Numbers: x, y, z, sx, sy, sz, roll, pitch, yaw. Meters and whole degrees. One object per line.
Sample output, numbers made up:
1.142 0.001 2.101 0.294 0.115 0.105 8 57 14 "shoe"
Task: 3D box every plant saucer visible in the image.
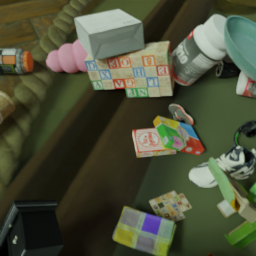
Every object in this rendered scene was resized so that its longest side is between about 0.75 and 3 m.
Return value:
3.881 -2.149 8.324 2.879 0.518 2.879 16 51 -21 "plant saucer"

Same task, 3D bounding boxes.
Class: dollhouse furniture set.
2.124 1.669 6.066 0.964 1.920 1.258 -41 44 12 "dollhouse furniture set"

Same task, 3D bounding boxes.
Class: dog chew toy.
-2.150 -2.739 10.988 2.102 1.309 1.309 -13 47 -2 "dog chew toy"

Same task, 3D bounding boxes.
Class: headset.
3.851 0.072 8.317 1.609 0.756 0.994 -46 51 -8 "headset"

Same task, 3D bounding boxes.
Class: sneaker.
2.549 0.931 7.364 1.817 1.183 0.725 -3 48 -4 "sneaker"
1.649 -0.393 9.215 0.426 0.401 1.041 -27 52 -27 "sneaker"

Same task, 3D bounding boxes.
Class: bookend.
-1.841 2.642 5.159 0.855 1.844 1.856 9 37 -37 "bookend"

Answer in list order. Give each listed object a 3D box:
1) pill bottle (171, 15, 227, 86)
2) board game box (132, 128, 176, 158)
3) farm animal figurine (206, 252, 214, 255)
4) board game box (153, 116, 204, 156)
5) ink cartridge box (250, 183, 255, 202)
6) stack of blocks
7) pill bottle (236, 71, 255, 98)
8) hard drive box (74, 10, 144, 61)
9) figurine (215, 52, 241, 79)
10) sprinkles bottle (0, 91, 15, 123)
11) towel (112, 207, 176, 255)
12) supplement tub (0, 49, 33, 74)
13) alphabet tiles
2.529 -2.682 9.857 1.375 2.414 1.375 15 57 -25 "pill bottle"
0.780 0.427 8.512 1.183 0.274 0.896 -6 47 -6 "board game box"
1.910 3.073 5.801 0.838 0.437 0.829 26 24 14 "farm animal figurine"
1.482 0.234 8.235 1.362 0.275 1.042 14 39 -32 "board game box"
3.786 1.597 6.443 1.083 0.624 1.484 -43 48 -12 "ink cartridge box"
0.101 -1.961 9.851 2.840 1.635 0.832 0 43 17 "stack of blocks"
4.920 -1.505 9.792 1.945 1.077 1.077 13 47 11 "pill bottle"
-0.702 -3.243 9.524 1.766 0.870 2.265 -16 37 -12 "hard drive box"
4.276 -2.557 11.267 1.545 0.682 1.583 6 45 -6 "figurine"
-4.570 -0.055 8.450 0.883 0.883 2.588 17 48 16 "sprinkles bottle"
0.356 2.309 6.296 1.283 0.146 0.921 14 42 16 "towel"
-4.634 -2.595 10.981 1.596 0.978 0.978 1 46 0 "supplement tub"
1.114 2.017 7.134 0.922 0.035 0.770 -18 48 -16 "alphabet tiles"
